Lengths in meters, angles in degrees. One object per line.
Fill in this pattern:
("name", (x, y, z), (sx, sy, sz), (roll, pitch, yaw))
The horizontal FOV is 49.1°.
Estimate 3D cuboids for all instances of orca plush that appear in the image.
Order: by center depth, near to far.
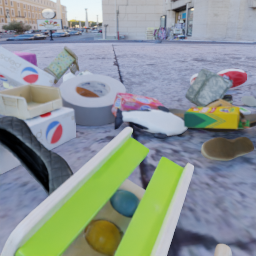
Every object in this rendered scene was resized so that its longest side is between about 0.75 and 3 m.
("orca plush", (0.543, -0.018, 7.249), (1.839, 0.654, 0.967), (-4, 61, -14))

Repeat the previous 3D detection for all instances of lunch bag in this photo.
("lunch bag", (2.648, -1.191, 9.085), (1.034, 1.232, 0.859), (40, 11, 38))

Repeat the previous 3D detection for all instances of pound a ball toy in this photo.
("pound a ball toy", (0.057, 1.354, 3.019), (1.912, 1.246, 2.933), (31, 28, 8))

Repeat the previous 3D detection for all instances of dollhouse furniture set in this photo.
("dollhouse furniture set", (-2.416, -1.729, 10.737), (1.971, 1.743, 1.096), (-51, 14, -10))

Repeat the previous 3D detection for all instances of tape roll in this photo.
("tape roll", (-1.073, -0.901, 8.506), (1.987, 0.656, 1.987), (4, 37, -3))

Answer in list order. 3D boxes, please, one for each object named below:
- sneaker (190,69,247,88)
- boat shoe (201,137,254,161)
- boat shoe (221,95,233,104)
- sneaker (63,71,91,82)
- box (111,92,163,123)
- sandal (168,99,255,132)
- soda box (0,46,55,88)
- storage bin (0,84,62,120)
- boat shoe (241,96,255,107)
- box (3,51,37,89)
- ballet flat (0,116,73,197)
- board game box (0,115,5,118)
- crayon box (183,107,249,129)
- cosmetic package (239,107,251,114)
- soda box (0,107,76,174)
("sneaker", (3.752, -1.775, 11.551), (2.314, 0.907, 1.337), (-7, 27, 17))
("boat shoe", (2.024, 0.490, 5.860), (1.354, 0.437, 0.482), (-1, 63, -28))
("boat shoe", (3.224, -1.108, 10.171), (1.121, 0.363, 0.410), (9, 26, 27))
("sneaker", (-1.301, -1.614, 10.268), (2.396, 0.960, 0.843), (-10, -7, -45))
("box", (0.287, -0.508, 7.703), (1.302, 0.621, 0.649), (7, 26, -28))
("sandal", (2.214, -0.421, 7.586), (2.772, 0.757, 1.133), (8, 21, 35))
("soda box", (-3.824, -1.903, 9.543), (2.440, 0.831, 0.777), (29, -22, -28))
("storage bin", (-2.314, -0.642, 6.585), (1.090, 0.515, 1.098), (10, 23, 28))
("boat shoe", (4.468, -0.901, 9.757), (1.013, 0.339, 0.289), (12, 11, 18))
("box", (-4.671, -2.433, 12.019), (1.728, 1.520, 0.835), (17, 27, 39))
("ballet flat", (-1.583, 0.603, 4.652), (2.324, 0.772, 0.660), (38, 35, 28))
("board game box", (-3.907, -0.628, 5.402), (0.600, 2.916, 2.909), (-19, 16, 16))
("crayon box", (2.087, -0.253, 6.562), (1.405, 0.357, 0.892), (2, 14, 23))
("cosmetic package", (3.125, -0.360, 8.245), (0.800, 0.339, 0.431), (-8, 26, -21))
("soda box", (-2.183, 0.161, 6.291), (0.720, 0.771, 2.263), (12, 24, 28))
